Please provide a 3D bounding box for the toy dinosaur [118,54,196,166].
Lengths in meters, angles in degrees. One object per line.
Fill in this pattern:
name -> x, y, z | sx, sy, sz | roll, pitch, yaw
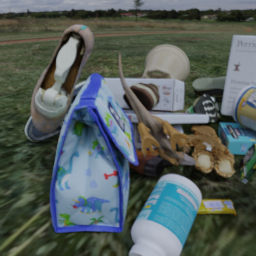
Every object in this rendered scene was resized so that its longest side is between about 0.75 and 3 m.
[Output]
toy dinosaur -> 0.439, -0.057, 5.877 | 0.898, 2.973, 1.579 | -35, 18, 1

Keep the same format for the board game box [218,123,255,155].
board game box -> 3.977, 0.341, 8.818 | 1.934, 0.454, 1.460 | 2, 24, 6

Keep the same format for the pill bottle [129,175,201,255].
pill bottle -> 0.647, 1.696, 5.026 | 0.912, 0.912, 1.646 | 13, 43, 27

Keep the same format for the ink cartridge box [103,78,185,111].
ink cartridge box -> 0.693, -1.217, 10.366 | 2.577, 1.080, 2.262 | 4, 7, 22

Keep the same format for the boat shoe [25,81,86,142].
boat shoe -> -1.919, -0.501, 8.850 | 2.832, 1.060, 0.876 | -35, 28, -21

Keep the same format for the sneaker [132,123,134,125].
sneaker -> 0.373, -0.117, 9.770 | 0.441, 0.515, 1.243 | 2, 24, 11

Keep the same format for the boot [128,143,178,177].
boot -> 0.367, 0.757, 7.968 | 1.811, 0.620, 1.705 | 10, 31, 34

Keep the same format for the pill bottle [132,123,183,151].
pill bottle -> 0.865, 0.271, 8.448 | 1.457, 0.872, 0.872 | -1, 24, -1

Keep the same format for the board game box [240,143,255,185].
board game box -> 3.081, 0.877, 7.092 | 0.155, 0.693, 1.323 | 33, 24, 10

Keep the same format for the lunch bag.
lunch bag -> -0.714, 0.405, 5.931 | 1.726, 2.709, 2.303 | -1, 23, -2

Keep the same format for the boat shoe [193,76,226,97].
boat shoe -> 4.302, -1.839, 12.939 | 2.516, 0.757, 0.897 | 4, 55, 22

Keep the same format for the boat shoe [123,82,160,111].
boat shoe -> 0.487, -1.031, 8.085 | 0.848, 0.846, 2.291 | -35, 14, -10

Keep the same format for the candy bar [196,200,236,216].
candy bar -> 1.444, 1.732, 6.049 | 1.791, 0.199, 0.447 | -1, 26, -3

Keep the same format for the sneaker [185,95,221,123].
sneaker -> 2.600, -0.552, 10.137 | 1.147, 0.995, 2.588 | -19, -7, 28

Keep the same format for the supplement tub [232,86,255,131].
supplement tub -> 4.202, -0.453, 8.369 | 1.306, 1.306, 1.806 | -13, 27, -26

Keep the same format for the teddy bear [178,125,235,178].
teddy bear -> 2.185, 0.691, 7.755 | 1.534, 0.706, 2.115 | 0, 28, -14

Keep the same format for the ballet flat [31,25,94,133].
ballet flat -> -1.433, -0.933, 5.659 | 0.836, 2.455, 0.826 | 21, 14, -10

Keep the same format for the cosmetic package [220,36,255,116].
cosmetic package -> 4.892, -1.788, 10.269 | 2.322, 2.775, 2.308 | 10, 13, 25

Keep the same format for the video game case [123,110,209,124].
video game case -> 0.749, -0.339, 8.576 | 2.553, 0.293, 2.326 | -1, 7, -40

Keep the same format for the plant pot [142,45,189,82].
plant pot -> 1.629, -2.534, 13.466 | 2.309, 2.309, 2.114 | 8, 36, 18
